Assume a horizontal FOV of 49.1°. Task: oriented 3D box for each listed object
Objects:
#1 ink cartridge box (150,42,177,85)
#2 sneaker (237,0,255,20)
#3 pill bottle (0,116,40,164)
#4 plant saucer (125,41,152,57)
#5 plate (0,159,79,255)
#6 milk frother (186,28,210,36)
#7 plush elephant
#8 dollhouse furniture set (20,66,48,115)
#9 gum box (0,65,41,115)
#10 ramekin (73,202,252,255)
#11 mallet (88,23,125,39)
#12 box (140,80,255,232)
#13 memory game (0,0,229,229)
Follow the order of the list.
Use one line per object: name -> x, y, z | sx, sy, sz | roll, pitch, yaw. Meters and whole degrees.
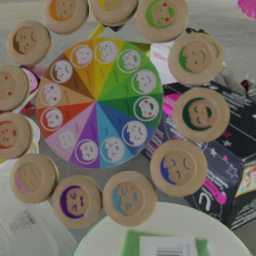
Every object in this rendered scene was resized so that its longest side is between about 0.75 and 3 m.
ink cartridge box -> 1.328, -1.203, 7.822 | 0.882, 2.084, 1.506 | -18, 35, -27
sneaker -> 3.446, -3.990, 7.544 | 0.995, 0.918, 2.256 | -15, 77, -7
pill bottle -> -2.517, 0.625, 5.619 | 1.186, 1.186, 2.131 | 1, 30, 2
plant saucer -> -0.061, -3.552, 13.315 | 2.365, 0.566, 2.361 | 14, 33, 21
plate -> -1.921, 1.597, 3.787 | 2.161, 0.349, 2.156 | -27, 70, -39
milk frother -> 1.868, -2.468, 8.068 | 0.706, 0.678, 0.751 | -49, 40, -16
plush elephant -> 3.349, -1.055, 8.208 | 1.477, 1.571, 1.908 | -15, 61, 0
dollhouse furniture set -> -2.818, -1.326, 9.096 | 1.331, 1.006, 2.473 | 1, 31, 2
gum box -> -3.309, -0.503, 7.032 | 1.349, 0.786, 2.377 | -33, 18, 37
ramekin -> 0.397, 2.009, 3.270 | 2.384, 1.164, 2.384 | 0, 30, 0
mallet -> -0.836, -1.831, 6.415 | 0.711, 2.159, 0.444 | 34, 20, -4
box -> 1.700, 0.301, 5.695 | 1.926, 1.673, 2.915 | -14, 34, -25
memory game -> -0.327, -0.296, 2.766 | 2.561, 2.561, 0.163 | 8, -4, 14
